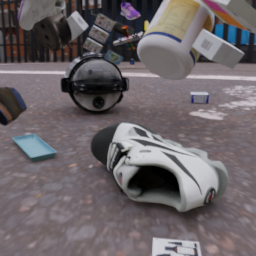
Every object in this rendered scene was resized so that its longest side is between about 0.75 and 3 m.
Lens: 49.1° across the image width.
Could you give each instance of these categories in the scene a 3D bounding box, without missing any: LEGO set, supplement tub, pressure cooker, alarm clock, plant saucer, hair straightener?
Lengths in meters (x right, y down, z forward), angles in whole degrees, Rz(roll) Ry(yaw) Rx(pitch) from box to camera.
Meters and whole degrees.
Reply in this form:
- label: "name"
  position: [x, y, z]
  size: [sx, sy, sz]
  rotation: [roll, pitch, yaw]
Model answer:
- label: "LEGO set"
  position: [-0.316, -2.229, 7.298]
  size: [1.412, 1.055, 0.347]
  rotation: [25, 42, -15]
- label: "supplement tub"
  position: [1.583, -2.992, 8.806]
  size: [1.828, 2.532, 1.828]
  rotation: [25, -18, 9]
- label: "pressure cooker"
  position: [-1.297, -1.718, 10.914]
  size: [2.199, 2.233, 2.500]
  rotation: [-44, 23, -1]
- label: "alarm clock"
  position: [-2.638, -3.216, 9.019]
  size: [2.004, 1.351, 0.667]
  rotation: [28, 56, 31]
- label: "plant saucer"
  position: [-2.371, 0.470, 6.975]
  size: [0.601, 0.163, 1.719]
  rotation: [-11, 20, -33]
- label: "hair straightener"
  position: [-0.528, -3.695, 9.794]
  size: [1.672, 0.342, 0.643]
  rotation: [26, -4, -13]

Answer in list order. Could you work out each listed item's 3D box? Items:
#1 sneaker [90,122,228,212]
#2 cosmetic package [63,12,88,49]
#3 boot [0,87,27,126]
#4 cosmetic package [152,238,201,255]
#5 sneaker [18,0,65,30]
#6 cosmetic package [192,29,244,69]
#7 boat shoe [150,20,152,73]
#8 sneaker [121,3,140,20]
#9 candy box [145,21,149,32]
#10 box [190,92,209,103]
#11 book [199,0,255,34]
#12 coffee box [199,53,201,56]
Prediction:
- label: "sneaker"
  position: [0.117, 0.601, 4.878]
  size: [2.863, 1.061, 1.267]
  rotation: [14, 19, 40]
- label: "cosmetic package"
  position: [-2.311, -3.833, 11.022]
  size: [1.319, 0.745, 0.535]
  rotation: [-24, 29, 34]
- label: "boot"
  position: [-2.268, -0.608, 4.928]
  size: [0.407, 1.089, 0.528]
  rotation: [-18, 17, 39]
- label: "cosmetic package"
  position: [0.471, 1.624, 2.674]
  size: [0.551, 0.338, 1.335]
  rotation: [1, 16, 6]
- label: "sneaker"
  position: [-1.772, -2.419, 5.719]
  size: [0.788, 0.592, 1.582]
  rotation: [16, -22, -28]
- label: "cosmetic package"
  position: [1.576, -1.347, 4.869]
  size: [0.873, 0.354, 0.492]
  rotation: [-1, 40, -47]
- label: "boat shoe"
  position: [1.107, -3.609, 12.281]
  size: [0.878, 2.356, 0.864]
  rotation: [6, 4, 40]
- label: "sneaker"
  position: [0.035, -4.019, 9.587]
  size: [0.400, 0.439, 0.994]
  rotation: [-28, 44, -17]
- label: "candy box"
  position: [0.802, -3.164, 9.605]
  size: [0.120, 0.912, 0.466]
  rotation: [-13, 54, 25]
- label: "box"
  position: [3.265, -1.388, 12.882]
  size: [0.776, 0.407, 0.714]
  rotation: [2, 16, 7]
- label: "book"
  position: [2.639, -3.093, 7.297]
  size: [1.376, 0.495, 2.060]
  rotation: [23, 25, -24]
- label: "coffee box"
  position: [1.999, -3.356, 10.600]
  size: [0.393, 1.786, 1.098]
  rotation: [-29, 5, -18]
